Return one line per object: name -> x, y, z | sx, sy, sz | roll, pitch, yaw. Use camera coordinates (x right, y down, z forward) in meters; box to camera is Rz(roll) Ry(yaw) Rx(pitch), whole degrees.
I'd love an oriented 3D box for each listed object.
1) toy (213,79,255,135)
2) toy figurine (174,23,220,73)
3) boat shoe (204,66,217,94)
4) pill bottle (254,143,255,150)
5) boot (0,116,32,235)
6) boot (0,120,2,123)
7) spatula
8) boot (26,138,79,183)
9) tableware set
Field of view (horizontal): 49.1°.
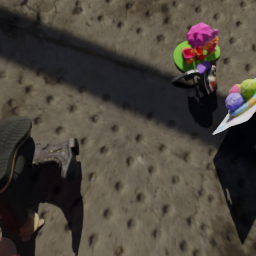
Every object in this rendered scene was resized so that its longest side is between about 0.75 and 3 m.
toy -> 3.211, -1.011, 7.612 | 0.600, 1.464, 2.542 | 46, 69, 1
toy figurine -> 2.215, -2.502, 8.299 | 1.525, 1.404, 1.145 | -16, 75, -5
boat shoe -> 2.473, -1.456, 8.372 | 0.337, 0.384, 1.078 | -9, 48, 22
pill bottle -> 3.853, 0.781, 7.846 | 0.430, 0.430, 0.768 | -6, 74, -2
boot -> -3.022, 1.142, 7.395 | 1.075, 1.919, 2.775 | -4, 38, 6
boot -> -4.279, 0.068, 8.083 | 1.293, 0.514, 1.485 | -27, 78, -14
spatula -> 1.911, -1.690, 8.581 | 1.230, 0.126, 0.348 | -23, 53, 9
boot -> -2.034, 0.912, 7.438 | 1.370, 0.545, 1.574 | -12, 39, 7
tableware set -> -3.379, 2.564, 7.408 | 2.077, 0.241, 1.735 | 38, 72, 14
